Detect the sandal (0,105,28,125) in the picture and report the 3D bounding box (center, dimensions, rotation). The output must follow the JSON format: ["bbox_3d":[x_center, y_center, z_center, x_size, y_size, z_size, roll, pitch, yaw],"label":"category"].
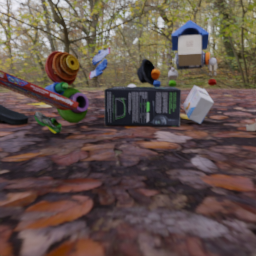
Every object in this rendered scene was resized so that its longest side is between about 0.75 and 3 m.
[{"bbox_3d":[-5.127,-0.455,10.964,2.742,0.656,1.031,19,17,26],"label":"sandal"}]

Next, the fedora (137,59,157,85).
[{"bbox_3d":[0.625,-1.956,10.105,0.464,1.016,1.016,-20,-4,38],"label":"fedora"}]

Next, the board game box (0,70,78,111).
[{"bbox_3d":[-2.596,-0.978,7.604,2.273,0.221,1.170,22,-9,-31],"label":"board game box"}]

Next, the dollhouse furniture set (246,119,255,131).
[{"bbox_3d":[4.020,0.163,8.223,1.358,0.777,1.592,-4,-13,-24],"label":"dollhouse furniture set"}]

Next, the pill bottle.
[{"bbox_3d":[2.360,-2.460,10.157,1.200,0.637,0.637,-1,9,19],"label":"pill bottle"}]

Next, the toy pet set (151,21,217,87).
[{"bbox_3d":[1.789,-2.279,8.933,2.109,1.120,1.970,0,-21,12],"label":"toy pet set"}]

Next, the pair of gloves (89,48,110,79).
[{"bbox_3d":[-1.014,-2.325,9.933,0.141,1.238,0.995,28,-37,-36],"label":"pair of gloves"}]

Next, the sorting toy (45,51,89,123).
[{"bbox_3d":[-1.992,-1.429,9.584,1.060,2.581,1.551,-12,13,43],"label":"sorting toy"}]

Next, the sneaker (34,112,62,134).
[{"bbox_3d":[-2.415,-0.227,8.536,0.937,0.399,0.366,31,41,-4],"label":"sneaker"}]

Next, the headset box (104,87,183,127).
[{"bbox_3d":[0.694,-0.926,11.051,2.922,1.356,2.544,1,10,4],"label":"headset box"}]

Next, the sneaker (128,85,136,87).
[{"bbox_3d":[0.020,-1.592,14.860,1.034,1.376,2.763,1,12,4],"label":"sneaker"}]

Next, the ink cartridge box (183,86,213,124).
[{"bbox_3d":[2.659,-0.986,10.905,0.564,0.957,1.662,23,25,-9],"label":"ink cartridge box"}]
